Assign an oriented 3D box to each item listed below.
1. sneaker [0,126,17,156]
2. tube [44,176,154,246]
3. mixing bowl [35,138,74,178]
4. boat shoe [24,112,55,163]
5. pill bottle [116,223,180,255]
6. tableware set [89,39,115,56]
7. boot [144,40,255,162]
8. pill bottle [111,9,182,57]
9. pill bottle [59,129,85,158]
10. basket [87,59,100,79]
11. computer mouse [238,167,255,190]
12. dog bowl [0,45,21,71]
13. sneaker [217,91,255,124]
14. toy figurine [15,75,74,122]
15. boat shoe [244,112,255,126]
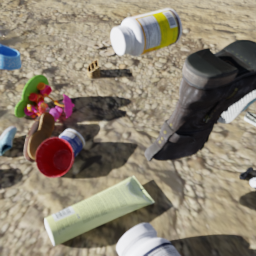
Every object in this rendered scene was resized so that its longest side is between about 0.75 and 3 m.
[{"bbox_3d":[-4.050,0.483,9.447,0.511,0.461,1.247,19,53,12],"label":"sneaker"},{"bbox_3d":[-0.729,2.146,7.360,2.786,0.723,0.808,-20,87,-26],"label":"tube"},{"bbox_3d":[-1.529,0.676,6.166,0.867,0.470,0.867,-3,77,12],"label":"mixing bowl"},{"bbox_3d":[-3.026,0.382,9.393,0.760,0.761,2.163,-31,31,24],"label":"boat shoe"},{"bbox_3d":[0.679,3.090,5.794,1.198,1.198,2.071,-22,44,-23],"label":"pill bottle"},{"bbox_3d":[-1.060,-4.456,15.331,1.538,0.214,1.841,28,48,29],"label":"tableware set"},{"bbox_3d":[1.648,-0.398,5.401,2.651,2.308,0.918,-12,50,-24],"label":"boot"},{"bbox_3d":[0.549,-2.888,8.596,2.081,1.137,1.137,-24,46,-24],"label":"pill bottle"},{"bbox_3d":[-2.078,0.779,8.775,0.816,0.816,1.469,18,45,20],"label":"pill bottle"},{"bbox_3d":[-1.631,-2.767,13.057,0.591,0.617,0.828,-6,42,-7],"label":"basket"},{"bbox_3d":[3.828,1.622,8.227,0.610,0.244,1.113,-22,45,-25],"label":"computer mouse"},{"bbox_3d":[-2.978,-1.660,6.254,1.199,0.297,0.669,19,30,-6],"label":"dog bowl"},{"bbox_3d":[3.220,-1.244,7.312,1.008,2.728,1.118,47,51,7],"label":"sneaker"},{"bbox_3d":[-2.966,-0.824,10.508,1.758,1.434,1.911,27,69,15],"label":"toy figurine"},{"bbox_3d":[4.850,-0.251,10.321,1.121,0.357,0.396,29,48,29],"label":"boat shoe"}]
